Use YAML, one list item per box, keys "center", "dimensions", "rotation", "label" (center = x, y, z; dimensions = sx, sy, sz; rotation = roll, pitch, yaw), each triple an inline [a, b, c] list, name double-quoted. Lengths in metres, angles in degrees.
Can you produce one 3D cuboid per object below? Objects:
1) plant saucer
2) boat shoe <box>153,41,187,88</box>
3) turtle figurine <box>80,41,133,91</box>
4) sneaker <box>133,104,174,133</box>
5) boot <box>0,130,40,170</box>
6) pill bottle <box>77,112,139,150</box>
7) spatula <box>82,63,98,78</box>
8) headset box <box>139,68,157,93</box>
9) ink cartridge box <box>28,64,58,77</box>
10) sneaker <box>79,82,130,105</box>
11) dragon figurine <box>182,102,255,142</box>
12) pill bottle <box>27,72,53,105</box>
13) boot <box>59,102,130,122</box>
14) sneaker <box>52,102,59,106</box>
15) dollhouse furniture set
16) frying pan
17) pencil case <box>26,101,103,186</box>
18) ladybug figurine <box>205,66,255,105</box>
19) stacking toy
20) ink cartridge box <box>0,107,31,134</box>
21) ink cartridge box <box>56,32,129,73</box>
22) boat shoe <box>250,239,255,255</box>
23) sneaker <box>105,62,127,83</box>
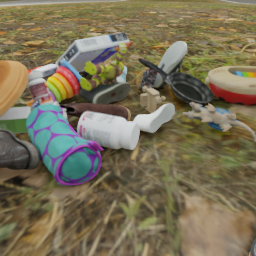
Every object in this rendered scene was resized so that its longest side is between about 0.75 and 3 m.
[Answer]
- center: [-3.768, -1.010, 7.541]
  dimensions: [2.320, 0.434, 2.320]
  rotation: [-15, 51, 19]
  label: "plant saucer"
- center: [1.616, -2.340, 10.498]
  dimensions: [0.646, 2.029, 0.717]
  rotation: [5, 49, -35]
  label: "boat shoe"
- center: [-0.732, -1.841, 9.551]
  dimensions: [0.774, 2.404, 1.939]
  rotation: [51, 44, 7]
  label: "turtle figurine"
- center: [0.707, -0.341, 8.137]
  dimensions: [0.802, 0.511, 1.387]
  rotation: [6, 31, 42]
  label: "sneaker"
- center: [-3.111, 0.474, 5.720]
  dimensions: [2.158, 0.747, 1.878]
  rotation: [10, 5, 33]
  label: "boot"
- center: [-0.500, 0.090, 7.265]
  dimensions: [1.452, 0.823, 0.823]
  rotation: [11, 31, 20]
  label: "pill bottle"
- center: [-1.614, -2.298, 11.350]
  dimensions: [0.520, 0.189, 1.842]
  rotation: [-16, 4, -20]
  label: "spatula"
- center: [0.762, -1.810, 10.353]
  dimensions: [0.340, 0.880, 0.655]
  rotation: [21, -10, -16]
  label: "headset box"
- center: [-3.966, -2.690, 12.773]
  dimensions: [1.310, 0.374, 1.065]
  rotation: [20, 35, 24]
  label: "ink cartridge box"
- center: [-0.783, -1.343, 9.767]
  dimensions: [0.963, 0.678, 1.814]
  rotation: [31, 38, 31]
  label: "sneaker"
- center: [2.579, -0.254, 7.887]
  dimensions: [2.072, 0.610, 1.030]
  rotation: [19, 6, 12]
  label: "dragon figurine"
- center: [-2.768, -1.176, 8.701]
  dimensions: [0.561, 1.025, 0.561]
  rotation: [-19, 7, 2]
  label: "pill bottle"
- center: [-0.962, -0.401, 7.981]
  dimensions: [1.719, 0.622, 1.430]
  rotation: [9, 6, 38]
  label: "boot"
- center: [-2.427, -0.363, 8.516]
  dimensions: [0.665, 0.424, 1.150]
  rotation: [-22, 28, 2]
  label: "sneaker"
- center: [0.986, -0.848, 9.024]
  dimensions: [0.654, 0.765, 1.477]
  rotation: [-13, 32, -18]
  label: "dollhouse furniture set"
- center: [1.656, -1.484, 9.723]
  dimensions: [2.800, 0.456, 1.693]
  rotation: [12, 41, -15]
  label: "frying pan"
- center: [-1.601, 0.281, 6.635]
  dimensions: [1.167, 1.075, 2.526]
  rotation: [-44, 42, -5]
  label: "pencil case"
- center: [4.124, -1.465, 9.797]
  dimensions: [2.856, 1.027, 1.939]
  rotation: [5, 30, 5]
  label: "ladybug figurine"
- center: [-2.530, -1.212, 9.423]
  dimensions: [1.115, 1.179, 2.031]
  rotation: [47, 64, 1]
  label: "stacking toy"
- center: [-3.618, -0.192, 8.065]
  dimensions: [1.602, 0.475, 0.832]
  rotation: [-6, 28, -15]
  label: "ink cartridge box"
- center: [-1.646, -3.021, 11.721]
  dimensions: [2.557, 0.560, 2.581]
  rotation: [-27, 2, -39]
  label: "ink cartridge box"
- center: [2.618, 1.768, 4.619]
  dimensions: [1.605, 0.502, 0.571]
  rotation: [-18, 36, -27]
  label: "boat shoe"
- center: [-0.338, -2.182, 11.109]
  dimensions: [0.744, 0.672, 1.817]
  rotation: [-30, 47, -1]
  label: "sneaker"
